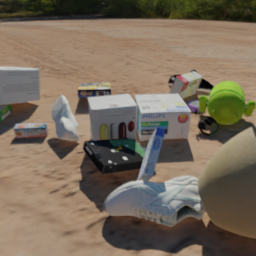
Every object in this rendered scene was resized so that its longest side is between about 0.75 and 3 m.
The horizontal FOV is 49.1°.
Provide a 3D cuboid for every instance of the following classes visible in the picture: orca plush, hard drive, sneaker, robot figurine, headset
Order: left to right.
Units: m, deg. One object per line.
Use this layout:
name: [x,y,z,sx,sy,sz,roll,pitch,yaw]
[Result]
sneaker: [-2.360,-0.312,10.886,0.940,0.799,2.125,22,39,-41]
hard drive: [-0.270,0.851,8.905,1.986,0.376,1.387,-3,31,-37]
sneaker: [0.691,1.887,6.951,2.598,0.914,1.041,-8,43,-4]
orca plush: [3.611,-2.648,15.525,1.569,1.060,2.981,-22,34,-35]
headset: [3.041,-0.231,11.072,0.733,0.558,1.187,-34,59,-8]
robot figurine: [4.231,-1.096,12.068,2.269,1.496,2.586,10,29,16]

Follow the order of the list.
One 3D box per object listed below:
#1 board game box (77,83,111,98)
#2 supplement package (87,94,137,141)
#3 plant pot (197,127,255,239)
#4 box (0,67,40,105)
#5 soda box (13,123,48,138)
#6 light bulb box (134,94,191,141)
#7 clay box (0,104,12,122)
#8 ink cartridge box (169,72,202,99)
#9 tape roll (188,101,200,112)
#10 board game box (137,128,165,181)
board game box: [-1.702,-1.978,14.478,1.609,0.411,2.375,-1,17,-4]
supplement package: [-0.582,-0.206,10.166,1.579,1.652,1.215,-6,28,-11]
plant pot: [2.655,1.480,6.560,1.695,2.524,2.524,-28,18,23]
box: [-5.818,-2.041,13.118,2.386,1.560,2.374,9,14,26]
soda box: [-3.776,0.097,10.914,1.229,0.420,0.391,-2,27,-5]
light bulb box: [1.275,-0.473,11.150,1.917,1.207,1.934,-2,27,-5]
clay box: [-6.426,-0.743,12.462,2.048,0.487,1.177,3,28,6]
ink cartridge box: [2.981,-2.174,14.434,1.537,1.115,0.641,-23,54,-37]
tape roll: [3.226,-1.024,13.266,0.791,0.259,0.791,-1,28,0]
board game box: [0.622,0.830,7.824,0.286,1.318,1.312,19,69,1]
